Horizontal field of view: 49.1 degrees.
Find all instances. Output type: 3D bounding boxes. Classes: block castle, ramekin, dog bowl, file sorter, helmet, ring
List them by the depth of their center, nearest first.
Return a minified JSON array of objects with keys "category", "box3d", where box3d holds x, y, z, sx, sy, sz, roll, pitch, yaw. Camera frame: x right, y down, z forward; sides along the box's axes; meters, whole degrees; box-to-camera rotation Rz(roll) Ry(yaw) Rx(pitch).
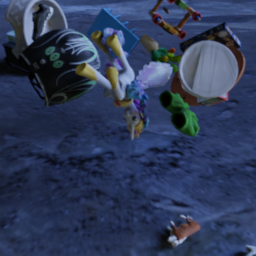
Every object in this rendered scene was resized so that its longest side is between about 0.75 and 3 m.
[{"category":"ramekin","box3d":[1.688,-1.221,6.161,1.245,1.245,0.580,1,-3,1]},{"category":"helmet","box3d":[-1.995,-1.957,8.841,2.274,2.385,2.385,-31,44,-20]},{"category":"ring","box3d":[2.470,-1.652,8.903,2.443,0.234,2.443,-26,41,25]},{"category":"block castle","box3d":[1.719,-4.073,10.256,1.790,1.196,0.840,13,38,-41]},{"category":"file sorter","box3d":[-0.449,-3.600,10.820,1.724,1.196,1.057,41,33,-3]},{"category":"dog bowl","box3d":[-3.483,-3.858,11.123,0.830,2.830,2.830,10,35,24]}]

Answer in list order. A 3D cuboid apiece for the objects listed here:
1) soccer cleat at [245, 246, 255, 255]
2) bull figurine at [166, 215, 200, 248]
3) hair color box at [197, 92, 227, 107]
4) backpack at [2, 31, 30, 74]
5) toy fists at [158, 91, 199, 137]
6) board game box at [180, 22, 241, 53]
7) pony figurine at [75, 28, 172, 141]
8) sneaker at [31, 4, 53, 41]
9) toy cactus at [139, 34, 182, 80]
[{"category":"soccer cleat","box3d":[2.707,3.093,6.133,0.523,0.421,1.228,10,32,30]},{"category":"bull figurine","box3d":[1.305,2.549,6.960,0.969,0.316,0.588,-17,38,-23]},{"category":"hair color box","box3d":[2.189,-1.275,7.284,0.409,1.281,0.710,14,-16,-27]},{"category":"backpack","box3d":[-5.267,-4.503,15.730,2.457,1.973,2.685,22,36,23]},{"category":"toy fists","box3d":[1.244,-0.351,6.633,0.672,0.454,1.319,27,29,-45]},{"category":"board game box","box3d":[3.062,-3.103,10.516,1.846,1.251,0.319,-16,60,42]},{"category":"pony figurine","box3d":[-0.126,-1.312,7.654,2.225,2.672,2.580,-10,47,26]},{"category":"sneaker","box3d":[-3.048,-3.588,9.446,0.429,1.289,0.583,31,6,36]},{"category":"toy cactus","box3d":[1.142,-2.751,10.740,1.838,1.139,2.228,45,43,-3]}]
